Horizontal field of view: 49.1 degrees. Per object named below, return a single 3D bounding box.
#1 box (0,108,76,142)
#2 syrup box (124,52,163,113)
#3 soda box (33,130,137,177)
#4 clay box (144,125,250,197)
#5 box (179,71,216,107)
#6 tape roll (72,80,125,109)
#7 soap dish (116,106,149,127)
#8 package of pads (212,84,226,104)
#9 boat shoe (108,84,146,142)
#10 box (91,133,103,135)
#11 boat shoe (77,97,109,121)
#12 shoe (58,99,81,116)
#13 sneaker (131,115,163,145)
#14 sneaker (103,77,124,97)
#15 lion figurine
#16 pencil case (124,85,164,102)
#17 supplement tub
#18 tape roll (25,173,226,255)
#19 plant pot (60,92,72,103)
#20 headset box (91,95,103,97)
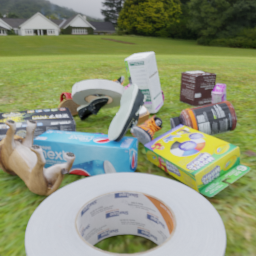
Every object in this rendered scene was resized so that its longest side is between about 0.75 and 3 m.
[{"bbox_3d":[-3.399,-0.109,10.324,2.668,0.655,2.151,-5,22,-17],"label":"box"},{"bbox_3d":[0.745,-1.974,12.537,1.003,2.547,1.037,3,29,30],"label":"syrup box"},{"bbox_3d":[-1.131,0.700,7.529,2.669,0.905,0.856,5,19,14],"label":"soda box"},{"bbox_3d":[1.652,0.720,7.112,1.402,0.581,2.439,-28,26,-21],"label":"clay box"},{"bbox_3d":[3.638,-2.102,14.724,1.328,1.601,1.315,-10,21,-25],"label":"box"},{"bbox_3d":[-1.194,-1.330,11.464,2.222,0.406,2.222,0,-16,0],"label":"tape roll"},{"bbox_3d":[0.170,-0.396,10.252,1.122,0.456,0.883,-23,30,-3],"label":"soap dish"},{"bbox_3d":[4.082,-1.278,12.590,0.473,1.251,0.754,13,48,29],"label":"package of pads"},{"bbox_3d":[0.049,-0.350,7.478,0.739,0.590,1.955,-23,36,48],"label":"boat shoe"},{"bbox_3d":[-1.196,0.333,9.316,0.797,0.201,1.115,-6,6,-17],"label":"box"},{"bbox_3d":[-1.440,-0.758,11.538,1.723,0.571,0.644,-20,-23,30],"label":"boat shoe"},{"bbox_3d":[-2.502,-0.963,13.010,0.637,0.835,2.388,-36,1,33],"label":"shoe"},{"bbox_3d":[0.668,-0.009,8.759,0.990,0.685,1.767,-35,8,-6],"label":"sneaker"},{"bbox_3d":[-0.884,-2.346,15.509,1.623,0.627,0.635,-43,23,-9],"label":"sneaker"},{"bbox_3d":[-2.326,0.874,6.636,0.996,1.683,2.748,-4,31,-44],"label":"lion figurine"},{"bbox_3d":[0.811,-1.621,14.393,2.191,1.026,0.994,20,53,40],"label":"pencil case"},{"bbox_3d":[2.445,-0.200,9.288,2.000,1.070,1.070,-12,19,0],"label":"supplement tub"},{"bbox_3d":[-0.036,1.769,4.321,2.864,0.946,2.864,0,20,0],"label":"tape roll"},{"bbox_3d":[-2.908,-1.363,13.903,0.718,0.788,0.788,-4,17,-40],"label":"plant pot"},{"bbox_3d":[-1.756,-1.571,14.133,0.695,0.798,0.370,38,34,2],"label":"headset box"}]
